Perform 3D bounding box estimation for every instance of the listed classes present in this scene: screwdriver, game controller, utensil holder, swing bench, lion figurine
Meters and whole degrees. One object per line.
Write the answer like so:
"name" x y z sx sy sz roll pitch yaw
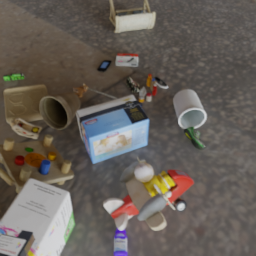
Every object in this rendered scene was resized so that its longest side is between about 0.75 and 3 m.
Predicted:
"screwdriver" -0.640 -1.292 12.256 2.663 0.387 0.371 16 33 18
"game controller" -1.192 -3.136 14.149 0.493 0.199 0.946 14 48 13
"utensil holder" 2.458 -0.773 11.376 1.109 1.109 1.304 -3 44 -3
"swing bench" 0.169 -6.567 16.498 2.265 1.477 2.277 -9 53 -9
"lion figurine" -2.186 -1.583 12.587 0.641 0.379 1.047 6 47 -1

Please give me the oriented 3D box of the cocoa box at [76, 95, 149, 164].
"cocoa box" -0.552 0.033 10.333 2.263 1.509 1.485 -18 50 -16

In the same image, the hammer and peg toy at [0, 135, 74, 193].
"hammer and peg toy" -3.332 1.202 8.956 2.781 0.981 2.046 -6 40 -46

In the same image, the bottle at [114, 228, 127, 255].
"bottle" -0.220 3.283 8.185 0.387 0.303 0.927 0 47 0

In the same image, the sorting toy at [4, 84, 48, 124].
"sorting toy" -4.709 -0.946 11.942 2.651 0.355 1.975 -11 53 -17

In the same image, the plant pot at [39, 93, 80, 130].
"plant pot" -2.624 -0.835 11.350 1.444 1.444 1.253 22 37 19

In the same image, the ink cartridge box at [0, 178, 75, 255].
"ink cartridge box" -2.589 3.142 7.042 1.234 2.129 2.940 18 50 9

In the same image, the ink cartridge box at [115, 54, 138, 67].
"ink cartridge box" -0.046 -3.595 14.488 1.126 0.245 0.978 3 54 3

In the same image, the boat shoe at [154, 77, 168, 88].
"boat shoe" 1.530 -2.164 13.194 0.299 0.283 0.854 -30 53 -26

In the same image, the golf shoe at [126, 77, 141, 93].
"golf shoe" 0.231 -1.996 13.050 0.450 0.395 1.022 -6 49 -30

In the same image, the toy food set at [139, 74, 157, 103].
"toy food set" 0.921 -1.773 12.604 0.665 0.627 1.393 19 50 16

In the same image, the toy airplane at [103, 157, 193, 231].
"toy airplane" 0.422 1.889 8.419 2.506 1.768 2.495 3 26 33

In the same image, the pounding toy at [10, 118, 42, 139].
"pounding toy" -3.969 -0.139 10.836 1.317 0.753 0.756 15 62 0

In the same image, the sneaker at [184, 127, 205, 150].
"sneaker" 2.603 0.362 10.662 0.482 0.441 1.131 -26 55 -7

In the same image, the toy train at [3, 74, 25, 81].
"toy train" -5.500 -2.454 13.468 0.987 0.278 0.206 -8 48 -7
